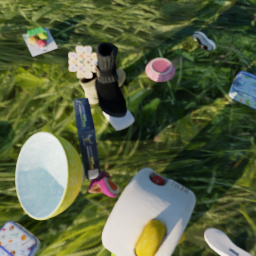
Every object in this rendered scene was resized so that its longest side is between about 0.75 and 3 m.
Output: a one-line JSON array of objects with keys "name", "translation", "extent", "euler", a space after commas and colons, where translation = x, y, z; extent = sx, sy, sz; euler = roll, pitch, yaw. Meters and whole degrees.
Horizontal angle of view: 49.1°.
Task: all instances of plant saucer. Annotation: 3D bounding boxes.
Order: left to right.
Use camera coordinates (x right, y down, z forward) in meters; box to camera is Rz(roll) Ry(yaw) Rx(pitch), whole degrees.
[{"name": "plant saucer", "translation": [1.389, -2.540, 11.973], "extent": [1.253, 0.318, 1.253], "euler": [0, 58, 0]}]

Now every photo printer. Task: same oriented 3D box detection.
[{"name": "photo printer", "translation": [-0.333, -0.424, 10.683], "extent": [0.864, 0.361, 1.039], "euler": [-29, 64, -17]}]

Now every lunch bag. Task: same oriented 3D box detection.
[{"name": "lunch bag", "translation": [-3.336, 3.501, 8.287], "extent": [1.305, 0.493, 1.045], "euler": [29, 65, 17]}, {"name": "lunch bag", "translation": [4.962, -1.507, 11.173], "extent": [1.609, 0.664, 1.294], "euler": [28, 60, 15]}]

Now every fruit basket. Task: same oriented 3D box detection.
[{"name": "fruit basket", "translation": [-4.001, -3.899, 12.733], "extent": [1.176, 0.595, 1.270], "euler": [-25, 78, -14]}]

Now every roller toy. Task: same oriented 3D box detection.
[{"name": "roller toy", "translation": [0.666, 2.521, 7.643], "extent": [1.897, 2.714, 2.476], "euler": [28, 54, 14]}]

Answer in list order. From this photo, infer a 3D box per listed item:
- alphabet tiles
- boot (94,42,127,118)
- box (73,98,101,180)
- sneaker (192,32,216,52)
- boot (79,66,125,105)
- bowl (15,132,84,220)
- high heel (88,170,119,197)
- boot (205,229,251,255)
[{"name": "alphabet tiles", "translation": [-1.554, -2.306, 9.865], "extent": [1.059, 0.079, 1.082], "euler": [0, 101, -3]}, {"name": "boot", "translation": [-0.560, -1.530, 8.871], "extent": [0.826, 1.641, 2.194], "euler": [-10, 48, -24]}, {"name": "box", "translation": [-1.291, 0.361, 8.904], "extent": [0.538, 2.107, 1.662], "euler": [-10, 41, -9]}, {"name": "sneaker", "translation": [3.360, -3.903, 12.709], "extent": [0.502, 0.468, 1.266], "euler": [-38, 66, -15]}, {"name": "boot", "translation": [-0.950, -1.927, 10.795], "extent": [1.966, 1.528, 0.716], "euler": [-39, 67, -12]}, {"name": "bowl", "translation": [-2.035, 1.336, 8.035], "extent": [2.338, 1.258, 2.338], "euler": [-6, 81, 36]}, {"name": "high heel", "translation": [-0.702, 1.680, 7.436], "extent": [0.547, 1.621, 0.779], "euler": [39, 88, -11]}, {"name": "boot", "translation": [2.535, 3.192, 7.055], "extent": [0.517, 0.641, 1.420], "euler": [-32, 39, -22]}]
